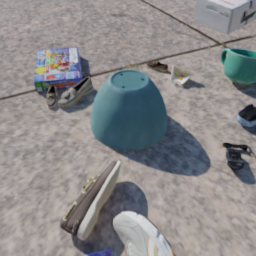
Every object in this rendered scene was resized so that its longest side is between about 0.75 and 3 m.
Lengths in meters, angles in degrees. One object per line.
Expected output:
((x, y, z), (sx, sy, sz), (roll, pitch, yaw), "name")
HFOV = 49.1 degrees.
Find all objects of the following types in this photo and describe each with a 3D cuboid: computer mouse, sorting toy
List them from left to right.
((2.224, -2.169, 12.032), (0.917, 0.490, 0.826), (22, 54, 21), "sorting toy")
((3.434, 0.939, 8.638), (0.907, 0.297, 1.292), (4, 33, 5), "computer mouse")

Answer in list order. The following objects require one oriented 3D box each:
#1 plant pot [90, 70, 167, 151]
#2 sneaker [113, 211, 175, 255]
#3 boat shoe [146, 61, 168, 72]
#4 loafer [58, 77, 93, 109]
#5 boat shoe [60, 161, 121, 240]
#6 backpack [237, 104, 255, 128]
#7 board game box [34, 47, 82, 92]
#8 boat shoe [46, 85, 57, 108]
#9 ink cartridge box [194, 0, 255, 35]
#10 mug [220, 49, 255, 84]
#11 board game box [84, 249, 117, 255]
((0.034, -0.845, 9.459), (2.737, 1.844, 2.737), (0, 42, 0), "plant pot")
((0.410, 3.001, 5.740), (1.341, 1.103, 2.915), (-30, 48, -24), "sneaker")
((1.337, -2.909, 12.860), (1.119, 0.403, 0.404), (26, 48, 26), "boat shoe")
((-2.103, -1.444, 11.077), (0.656, 0.574, 1.825), (25, 47, 26), "loafer")
((-0.895, 1.714, 7.348), (0.703, 0.848, 2.362), (18, 50, 15), "boat shoe")
((4.249, -0.353, 9.836), (0.782, 0.574, 0.715), (-29, 50, -19), "backpack")
((-3.099, -2.703, 12.548), (1.958, 0.499, 2.893), (-7, 42, -7), "board game box")
((-3.012, -1.235, 11.016), (0.415, 0.344, 1.156), (-2, 42, -2), "boat shoe")
((3.031, -3.583, 8.166), (1.842, 0.763, 1.352), (-31, 52, -22), "ink cartridge box")
((4.835, -2.614, 11.859), (1.575, 1.185, 1.917), (8, 28, 0), "mug")
((-0.808, 3.250, 5.989), (1.572, 0.306, 1.242), (-10, 42, -11), "board game box")
